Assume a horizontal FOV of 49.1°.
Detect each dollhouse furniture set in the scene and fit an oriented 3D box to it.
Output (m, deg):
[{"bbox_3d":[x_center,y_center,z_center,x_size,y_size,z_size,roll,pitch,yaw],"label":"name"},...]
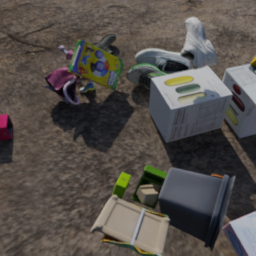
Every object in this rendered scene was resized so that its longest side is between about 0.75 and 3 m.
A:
[{"bbox_3d":[0.169,1.987,6.353,1.393,1.076,2.787,21,26,7],"label":"dollhouse furniture set"}]

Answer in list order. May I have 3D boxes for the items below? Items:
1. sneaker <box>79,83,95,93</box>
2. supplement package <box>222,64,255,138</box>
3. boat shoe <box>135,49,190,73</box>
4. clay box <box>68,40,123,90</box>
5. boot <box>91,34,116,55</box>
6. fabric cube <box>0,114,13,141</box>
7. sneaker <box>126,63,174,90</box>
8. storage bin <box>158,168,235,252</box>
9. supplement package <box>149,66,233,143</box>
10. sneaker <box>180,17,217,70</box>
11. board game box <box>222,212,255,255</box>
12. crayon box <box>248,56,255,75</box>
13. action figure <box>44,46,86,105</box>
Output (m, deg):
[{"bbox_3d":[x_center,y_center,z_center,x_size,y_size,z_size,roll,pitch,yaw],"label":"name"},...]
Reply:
[{"bbox_3d":[-1.998,-1.989,13.568,0.789,0.414,0.299,-18,51,-16],"label":"sneaker"},{"bbox_3d":[5.028,-1.144,11.700,1.597,2.076,2.171,-13,50,-11],"label":"supplement package"},{"bbox_3d":[1.792,-3.342,14.365,2.896,1.010,1.031,4,44,0],"label":"boat shoe"},{"bbox_3d":[-1.319,-2.790,12.864,2.554,1.468,0.608,18,-1,-32],"label":"clay box"},{"bbox_3d":[-1.178,-4.445,15.695,1.909,0.646,1.247,-35,62,-18],"label":"boot"},{"bbox_3d":[-5.279,0.007,11.567,0.782,0.770,0.785,-9,50,-8],"label":"fabric cube"},{"bbox_3d":[1.269,-2.199,13.152,2.883,1.125,1.228,15,38,13],"label":"sneaker"},{"bbox_3d":[1.673,1.859,7.066,1.504,2.239,1.630,17,60,20],"label":"storage bin"},{"bbox_3d":[2.454,-1.000,11.650,2.608,1.965,1.979,-15,50,-12],"label":"supplement package"},{"bbox_3d":[2.419,-3.172,10.505,1.149,0.901,2.312,-22,60,13],"label":"sneaker"},{"bbox_3d":[4.667,3.672,7.969,2.871,0.626,2.885,-12,58,-20],"label":"board game box"},{"bbox_3d":[3.879,-1.806,7.744,0.723,0.297,1.150,41,60,1],"label":"crayon box"},{"bbox_3d":[-2.518,-2.660,12.901,2.797,1.874,2.083,-52,36,-11],"label":"action figure"}]
